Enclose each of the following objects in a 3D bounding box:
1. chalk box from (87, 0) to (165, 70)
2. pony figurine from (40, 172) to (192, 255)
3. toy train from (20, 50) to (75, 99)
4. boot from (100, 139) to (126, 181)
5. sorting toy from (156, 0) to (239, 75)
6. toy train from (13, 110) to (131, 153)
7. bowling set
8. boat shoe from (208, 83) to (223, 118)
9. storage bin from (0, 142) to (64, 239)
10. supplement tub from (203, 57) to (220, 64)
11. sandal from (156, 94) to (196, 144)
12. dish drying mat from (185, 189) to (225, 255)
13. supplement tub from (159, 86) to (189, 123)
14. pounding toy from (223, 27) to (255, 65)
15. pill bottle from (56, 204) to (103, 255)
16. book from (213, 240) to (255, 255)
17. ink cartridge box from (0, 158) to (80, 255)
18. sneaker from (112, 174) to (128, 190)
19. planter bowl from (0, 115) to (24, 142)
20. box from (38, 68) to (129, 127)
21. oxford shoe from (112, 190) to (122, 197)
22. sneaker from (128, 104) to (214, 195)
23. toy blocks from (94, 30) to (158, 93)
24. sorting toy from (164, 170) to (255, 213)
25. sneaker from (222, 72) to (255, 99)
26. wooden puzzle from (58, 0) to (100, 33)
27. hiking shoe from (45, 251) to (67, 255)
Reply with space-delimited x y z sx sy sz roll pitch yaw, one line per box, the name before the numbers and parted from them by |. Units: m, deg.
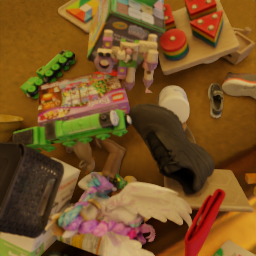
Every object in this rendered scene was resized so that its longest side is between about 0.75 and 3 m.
chalk box | 0.000 -3.334 8.642 1.742 2.800 1.733 13 60 -22
pony figurine | -0.186 1.923 6.101 2.708 2.806 2.336 17 99 8
toy train | -2.676 -1.870 9.465 0.632 0.468 2.242 28 65 24
boot | -0.543 0.881 7.887 0.874 0.330 0.998 28 62 -15
sorting toy | 1.930 -3.128 8.781 2.335 0.812 2.321 -17 60 13
toy train | -1.381 0.083 6.455 2.965 0.836 0.619 -13 73 21
bowling set | -1.450 -0.013 8.132 1.662 1.282 2.389 9 48 19
boat shoe | 2.858 -0.958 8.943 0.469 0.462 1.302 3 61 2
storage bin | -2.544 1.164 5.565 2.227 1.044 1.505 -1 63 36
supplement tub | 2.497 -3.160 9.720 1.087 1.087 1.774 -22 57 -11
sandal | 1.381 -0.185 8.386 0.886 0.596 2.207 -15 72 -4
dish drying mat | 1.473 2.204 5.794 0.271 2.982 1.145 27 66 24
supplement tub | 1.275 -0.658 7.880 0.821 0.821 1.244 5 24 3
pounding toy | 3.845 -3.051 10.009 1.344 0.615 1.181 -36 66 -21
pill bottle | -0.802 2.523 6.798 1.638 0.910 0.910 17 63 8
book | 2.474 3.251 6.059 1.165 1.744 0.419 -36 105 -18
ink cartridge box | -2.001 1.836 6.378 0.836 1.448 1.991 21 99 10
sneaker | -0.194 1.362 6.870 0.340 0.798 0.311 20 92 -10
planter bowl | -3.901 0.058 7.966 1.734 1.734 0.722 5 98 3
box | -1.239 -0.806 7.625 2.325 0.455 1.591 -14 46 -3
oxford shoe | -0.006 1.715 7.570 0.923 0.329 0.329 -17 62 -10
sneaker | 0.952 0.471 6.567 2.562 0.973 1.163 43 42 0
toy blocks | -0.026 -1.542 7.259 1.563 1.408 1.673 5 36 -3
sorting toy | 2.270 1.552 6.961 2.719 0.364 2.026 2 17 4
sneaker | 4.169 -1.447 9.045 2.118 0.816 0.867 14 57 6
wooden puzzle | -1.627 -4.625 11.020 1.740 0.324 1.610 40 68 19
hiking shoe | -0.843 3.705 6.000 2.627 0.977 1.139 16 45 11
